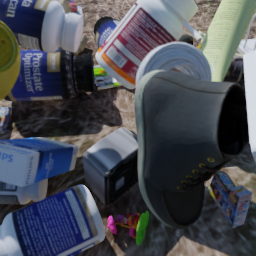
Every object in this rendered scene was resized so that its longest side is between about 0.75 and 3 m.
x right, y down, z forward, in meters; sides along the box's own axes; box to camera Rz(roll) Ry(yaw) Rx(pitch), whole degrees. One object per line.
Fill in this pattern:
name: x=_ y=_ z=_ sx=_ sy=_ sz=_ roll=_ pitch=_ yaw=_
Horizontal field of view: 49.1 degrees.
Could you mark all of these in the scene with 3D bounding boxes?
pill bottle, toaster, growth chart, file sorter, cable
pill bottle: x=-2.487 y=-2.798 z=7.490 sx=2.405 sy=1.336 sz=1.336 roll=13 pitch=43 yaw=-5
toaster: x=-0.272 y=0.889 z=6.694 sx=0.918 sy=1.547 sz=1.399 roll=37 pitch=55 yaw=27
pill bottle: x=0.421 y=-2.191 z=6.623 sx=1.303 sy=2.378 sz=1.303 roll=38 pitch=18 yaw=-15
pill bottle: x=-2.719 y=1.396 z=6.659 sx=1.406 sy=0.815 sz=0.815 roll=2 pitch=43 yaw=1
growth chart: x=-0.950 y=-1.974 z=10.761 sx=1.245 sy=0.153 sz=1.721 roll=-16 pitch=45 yaw=-15
pill bottle: x=-1.685 y=2.104 z=5.574 sx=2.201 sy=1.274 sz=1.274 roll=-20 pitch=47 yaw=-20
growth chart: x=2.494 y=-2.723 z=8.772 sx=2.467 sy=0.219 sz=1.785 roll=3 pitch=45 yaw=-49
pill bottle: x=-0.517 y=-3.531 z=11.449 sx=1.466 sy=1.466 sz=2.622 roll=-15 pitch=45 yaw=-15
file sorter: x=6.002 y=-3.565 z=11.239 sx=2.031 sy=1.823 sz=2.927 roll=-9 pitch=44 yaw=-9
cable: x=0.860 y=-0.854 z=5.249 sx=1.439 sy=1.439 sz=0.498 roll=10 pitch=18 yaw=-13
pill bottle: x=-2.658 y=-1.790 z=9.440 sx=2.991 sy=1.673 sz=1.673 roll=-4 pitch=43 yaw=-4

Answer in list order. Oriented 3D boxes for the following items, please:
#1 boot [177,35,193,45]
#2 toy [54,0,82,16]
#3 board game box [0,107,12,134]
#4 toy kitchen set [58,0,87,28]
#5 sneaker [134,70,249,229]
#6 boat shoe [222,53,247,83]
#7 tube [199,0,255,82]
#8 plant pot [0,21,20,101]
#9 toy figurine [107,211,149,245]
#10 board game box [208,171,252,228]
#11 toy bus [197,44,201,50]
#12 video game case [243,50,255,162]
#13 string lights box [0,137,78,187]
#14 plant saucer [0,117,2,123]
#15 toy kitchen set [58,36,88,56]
boot: x=2.360 y=-3.495 z=11.924 sx=1.564 sy=0.876 sz=2.261 roll=-10 pitch=45 yaw=-18
toy: x=-2.222 y=-4.417 z=10.381 sx=1.103 sy=0.452 sz=1.916 roll=7 pitch=43 yaw=-18
board game box: x=-4.359 y=-0.276 z=8.791 sx=1.123 sy=0.347 sz=1.124 roll=-4 pitch=43 yaw=-5
toy kitchen set: x=-1.516 y=-3.537 z=8.290 sx=0.904 sy=0.816 sz=0.738 roll=18 pitch=1 yaw=-42
sneaker: x=0.959 y=0.634 z=4.185 sx=1.080 sy=2.888 sz=1.534 roll=-27 pitch=28 yaw=-27
boat shoe: x=3.859 y=-2.129 z=10.274 sx=2.981 sy=1.072 sz=0.966 roll=-6 pitch=38 yaw=-15
tube: x=2.056 y=-2.078 z=5.758 sx=0.731 sy=0.817 sz=2.818 roll=26 pitch=88 yaw=12
plant pot: x=-3.195 y=-1.531 z=5.873 sx=1.598 sy=2.251 sz=2.251 roll=-7 pitch=31 yaw=43
toy figurine: x=-0.039 y=2.086 z=6.194 sx=0.804 sy=0.656 sz=0.873 roll=6 pitch=21 yaw=19
board game box: x=1.917 y=1.255 z=5.211 sx=0.275 sy=0.892 sz=0.892 roll=-15 pitch=51 yaw=-13
toy bus: x=3.277 y=-2.973 z=11.552 sx=0.627 sy=0.521 sz=1.601 roll=-10 pitch=45 yaw=-9
video game case: x=2.015 y=0.707 z=3.435 sx=0.262 sy=2.909 sz=2.083 roll=-17 pitch=27 yaw=30
string lights box: x=-2.213 y=0.685 z=6.532 sx=1.193 sy=0.685 sz=2.322 roll=12 pitch=3 yaw=13
plant saucer: x=-3.386 y=0.003 z=6.762 sx=0.779 sy=0.126 sz=0.779 roll=-18 pitch=40 yaw=16
toy kitchen set: x=-2.646 y=-3.717 z=12.034 sx=1.051 sy=1.288 sz=1.162 roll=-30 pitch=32 yaw=31
